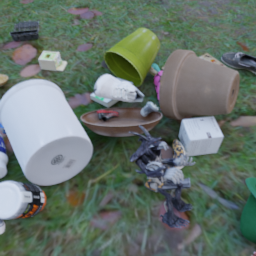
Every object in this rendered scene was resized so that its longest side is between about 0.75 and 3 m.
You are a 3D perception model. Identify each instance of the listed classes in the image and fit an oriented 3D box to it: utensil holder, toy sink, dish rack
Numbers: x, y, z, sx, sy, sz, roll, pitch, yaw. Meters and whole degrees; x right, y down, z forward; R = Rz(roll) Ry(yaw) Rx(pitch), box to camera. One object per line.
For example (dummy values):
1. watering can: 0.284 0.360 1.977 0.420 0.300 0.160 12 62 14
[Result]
1. utensil holder: -2.674 0.138 9.009 2.295 2.295 2.701 -24 52 -19
2. toy sink: -3.460 -3.088 12.897 1.063 0.596 0.693 8 50 7
3. dish rack: -5.400 -5.252 14.803 1.418 0.504 1.848 -7 50 -7

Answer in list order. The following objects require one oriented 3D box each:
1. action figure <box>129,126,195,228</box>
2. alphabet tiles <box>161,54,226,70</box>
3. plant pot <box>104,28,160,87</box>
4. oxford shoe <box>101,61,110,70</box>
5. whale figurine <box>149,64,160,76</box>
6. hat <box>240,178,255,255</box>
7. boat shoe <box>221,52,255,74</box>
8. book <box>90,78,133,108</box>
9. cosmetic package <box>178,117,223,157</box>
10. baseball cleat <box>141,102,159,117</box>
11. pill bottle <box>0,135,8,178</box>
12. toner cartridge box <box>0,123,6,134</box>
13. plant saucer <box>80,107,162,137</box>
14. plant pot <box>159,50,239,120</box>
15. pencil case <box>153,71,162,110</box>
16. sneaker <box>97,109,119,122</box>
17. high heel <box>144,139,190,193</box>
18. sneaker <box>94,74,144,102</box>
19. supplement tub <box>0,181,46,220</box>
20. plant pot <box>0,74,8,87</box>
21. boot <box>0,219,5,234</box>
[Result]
1. action figure: 1.085 1.221 7.891 1.452 2.846 1.692 -16 12 35
2. alphabet tiles: 3.140 -2.622 12.756 2.515 0.095 2.102 -29 57 -21
3. plant pot: 0.334 -3.073 11.694 1.956 1.956 1.884 31 73 24
4. oxford shoe: -0.612 -2.780 12.664 1.308 0.466 0.466 1 81 -20
5. whale figurine: 1.223 -2.523 12.243 0.435 0.667 0.839 -51 45 0
6. hat: 3.582 3.090 7.863 2.911 2.562 2.411 22 20 -20
7. boat shoe: 5.491 -3.027 12.721 2.514 0.716 0.840 31 62 25
8. book: -0.662 -1.493 11.680 1.043 0.375 1.562 27 53 34
9. cosmetic package: 2.499 0.303 9.786 1.167 0.963 0.962 -7 50 -6
10. baseball cleat: 0.763 -0.627 10.099 0.405 1.163 0.619 42 96 -5
11. pill bottle: -4.512 0.935 9.293 0.903 0.903 1.508 -20 53 -16
12. toner cartridge box: -3.968 -0.330 10.719 1.663 0.359 0.790 -12 51 -10
13. plant saucer: -0.227 -0.212 9.841 2.841 0.520 2.841 -2 16 0
14. plant pot: 2.584 -1.363 9.837 2.212 2.536 2.536 15 50 30
15. pencil case: 1.482 -1.522 11.469 0.789 0.814 1.738 18 43 -24
16. sneaker: -0.750 -0.444 10.590 0.942 0.333 0.460 3 79 -35
17. high heel: 1.202 1.182 9.285 1.420 0.711 1.992 -6 47 5
18. sneaker: -0.274 -1.342 10.015 0.986 0.843 2.264 28 20 35
19. supplement tub: -2.991 2.021 7.809 0.973 1.588 0.973 -3 75 10
20. plant pot: -5.936 -1.922 11.876 1.634 0.225 1.634 -1 28 0
21. boot: -4.412 2.065 7.763 2.559 1.156 0.931 11 7 24
